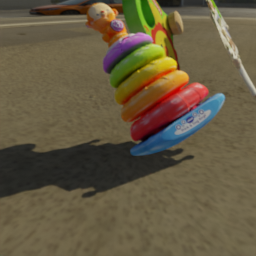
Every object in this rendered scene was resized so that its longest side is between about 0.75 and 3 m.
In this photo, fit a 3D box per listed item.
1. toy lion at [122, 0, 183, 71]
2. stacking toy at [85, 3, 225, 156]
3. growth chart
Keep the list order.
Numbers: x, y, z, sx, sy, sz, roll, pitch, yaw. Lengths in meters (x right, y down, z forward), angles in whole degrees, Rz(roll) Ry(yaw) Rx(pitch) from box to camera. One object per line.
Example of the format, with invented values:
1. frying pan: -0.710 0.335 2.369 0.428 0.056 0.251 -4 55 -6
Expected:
1. toy lion: 0.692 -2.332 7.330 0.943 2.746 2.632 -12 60 30
2. stacking toy: 0.138 -0.850 4.074 1.372 2.364 1.297 -32 -3 -14
3. growth chart: 2.881 -2.293 7.864 0.259 2.113 2.920 -26 60 28
